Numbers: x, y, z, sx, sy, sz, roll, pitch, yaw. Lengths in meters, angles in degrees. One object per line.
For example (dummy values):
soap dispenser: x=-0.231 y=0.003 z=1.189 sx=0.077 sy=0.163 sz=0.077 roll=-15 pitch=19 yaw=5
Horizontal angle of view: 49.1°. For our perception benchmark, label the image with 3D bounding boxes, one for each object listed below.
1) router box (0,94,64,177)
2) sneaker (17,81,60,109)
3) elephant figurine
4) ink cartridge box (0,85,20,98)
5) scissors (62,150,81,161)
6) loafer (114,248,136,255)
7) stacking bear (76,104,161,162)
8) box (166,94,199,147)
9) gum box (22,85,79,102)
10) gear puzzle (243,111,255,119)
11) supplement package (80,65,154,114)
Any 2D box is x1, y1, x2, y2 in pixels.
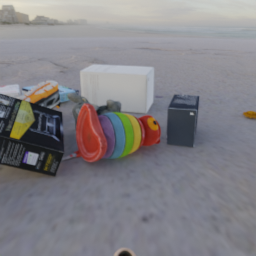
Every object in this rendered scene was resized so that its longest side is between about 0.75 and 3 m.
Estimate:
router box: x=-2.737 y=0.029 z=7.041 sx=2.096 sy=0.696 sz=2.666 roll=18 pitch=18 yaw=-20
sneaker: x=-3.328 y=-0.594 z=9.447 sx=2.607 sy=1.007 sz=1.020 roll=-36 pitch=43 yaw=-27
elephant figurine: x=-1.156 y=-0.329 z=8.447 sx=1.794 sy=1.269 sz=1.392 roll=7 pitch=9 yaw=3
ink cartridge box: x=-5.064 y=-1.363 z=11.742 sx=1.000 sy=0.580 sz=1.354 roll=-8 pitch=25 yaw=-18
scissors: x=-1.362 y=0.723 z=7.214 sx=0.505 sy=0.096 sz=1.380 roll=33 pitch=42 yaw=29
loafer: x=0.054 y=2.227 z=2.641 sx=0.845 sy=0.739 sz=2.350 roll=-4 pitch=22 yaw=-9
stacking bear: x=-0.099 y=0.139 z=7.226 sx=2.200 sy=1.251 sz=1.336 roll=-6 pitch=61 yaw=-33
box: x=1.638 y=-0.259 z=8.296 sx=0.804 sy=1.114 sz=1.501 roll=5 pitch=22 yaw=14
gum box: x=-3.244 y=-1.461 z=11.833 sx=1.525 sy=0.400 sz=1.795 roll=16 pitch=21 yaw=23
gear puzzle: x=5.123 y=-0.344 z=9.596 sx=2.271 sy=0.297 sz=1.176 roll=16 pitch=27 yaw=35
supplement package: x=-0.376 y=-1.581 z=11.012 sx=2.589 sy=1.519 sz=1.514 roll=6 pitch=23 yaw=13
